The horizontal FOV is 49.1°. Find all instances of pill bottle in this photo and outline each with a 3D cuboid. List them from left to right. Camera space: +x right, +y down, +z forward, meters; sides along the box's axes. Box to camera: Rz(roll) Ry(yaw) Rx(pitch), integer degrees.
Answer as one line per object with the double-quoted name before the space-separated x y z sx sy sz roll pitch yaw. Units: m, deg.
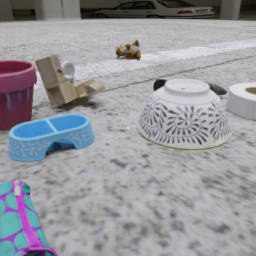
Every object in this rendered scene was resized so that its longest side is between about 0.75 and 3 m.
"pill bottle" -3.547 -2.905 13.764 1.697 0.943 0.943 16 30 28

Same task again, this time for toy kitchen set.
"toy kitchen set" -1.933 -1.983 10.366 1.574 1.741 1.930 -6 20 32

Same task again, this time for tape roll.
"tape roll" 4.677 -0.982 10.088 2.093 0.732 2.093 1 26 0

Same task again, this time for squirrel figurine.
"squirrel figurine" -0.008 -4.919 18.029 1.532 1.161 1.641 -9 11 6

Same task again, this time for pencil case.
"pencil case" -1.809 1.631 4.576 0.813 0.883 1.910 10 18 -37

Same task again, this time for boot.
"boot" 2.479 -1.505 11.265 2.439 0.845 2.124 23 29 30

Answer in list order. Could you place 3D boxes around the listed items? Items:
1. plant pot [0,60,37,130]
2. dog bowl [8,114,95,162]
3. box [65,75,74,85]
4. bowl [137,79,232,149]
"plant pot" -3.905 -1.024 8.895 2.060 1.844 2.060 0 26 0
"dog bowl" -2.126 0.183 7.863 2.432 0.603 1.356 -14 29 -27
"box" -3.041 -2.195 12.900 1.090 0.448 0.373 12 29 26
"bowl" 1.759 -0.668 8.692 2.995 1.406 2.995 0 27 0
